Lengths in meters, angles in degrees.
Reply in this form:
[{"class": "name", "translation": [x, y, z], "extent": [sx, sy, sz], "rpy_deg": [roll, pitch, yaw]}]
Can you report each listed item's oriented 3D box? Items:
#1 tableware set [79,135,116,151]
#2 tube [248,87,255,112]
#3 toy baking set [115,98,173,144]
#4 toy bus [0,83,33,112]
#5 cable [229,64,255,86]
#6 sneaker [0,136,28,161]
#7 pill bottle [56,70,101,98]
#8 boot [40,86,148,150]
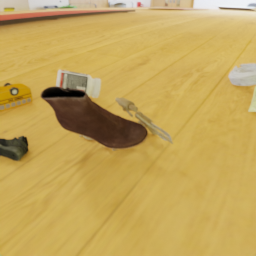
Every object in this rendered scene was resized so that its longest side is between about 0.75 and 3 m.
[{"class": "tableware set", "translation": [-0.515, 0.162, 10.471], "extent": [2.334, 0.271, 1.950], "rpy_deg": [23, 35, 36]}, {"class": "tube", "translation": [6.020, -1.272, 12.756], "extent": [0.621, 0.694, 2.390], "rpy_deg": [43, 38, -4]}, {"class": "toy baking set", "translation": [0.569, -0.285, 9.584], "extent": [0.308, 2.034, 2.650], "rpy_deg": [-52, 24, -2]}, {"class": "toy bus", "translation": [-5.571, -1.311, 12.333], "extent": [2.460, 0.963, 0.801], "rpy_deg": [-24, 39, -36]}, {"class": "cable", "translation": [6.394, -2.805, 14.814], "extent": [2.034, 0.704, 2.034], "rpy_deg": [7, 32, 45]}, {"class": "sneaker", "translation": [-3.980, 0.573, 9.459], "extent": [1.493, 0.571, 0.855], "rpy_deg": [15, 31, 19]}, {"class": "pill bottle", "translation": [-2.307, -1.969, 12.934], "extent": [1.939, 1.123, 1.123], "rpy_deg": [7, 27, -16]}, {"class": "boot", "translation": [-0.908, -0.263, 8.306], "extent": [2.869, 2.386, 1.038], "rpy_deg": [7, 67, 13]}]
